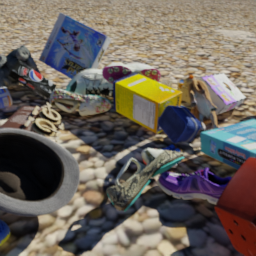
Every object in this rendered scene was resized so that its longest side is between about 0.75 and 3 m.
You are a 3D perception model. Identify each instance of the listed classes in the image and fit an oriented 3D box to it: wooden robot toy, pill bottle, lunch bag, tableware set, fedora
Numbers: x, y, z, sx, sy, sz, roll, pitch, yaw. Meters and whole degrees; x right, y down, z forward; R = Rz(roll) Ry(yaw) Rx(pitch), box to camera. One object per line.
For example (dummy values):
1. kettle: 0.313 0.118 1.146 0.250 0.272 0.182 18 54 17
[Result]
1. wooden robot toy: 2.444 -1.689 11.165 2.512 1.140 1.107 30 55 34
2. pill bottle: -5.226 -1.015 10.683 1.344 0.753 0.753 -25 41 -31
3. lunch bag: 1.601 -0.148 8.796 0.819 0.841 1.237 1 42 -38
4. tableware set: -2.604 -0.259 9.177 1.150 0.349 1.740 29 19 -16
5. fedora: -2.562 1.184 6.606 2.564 1.158 2.268 23 39 -19

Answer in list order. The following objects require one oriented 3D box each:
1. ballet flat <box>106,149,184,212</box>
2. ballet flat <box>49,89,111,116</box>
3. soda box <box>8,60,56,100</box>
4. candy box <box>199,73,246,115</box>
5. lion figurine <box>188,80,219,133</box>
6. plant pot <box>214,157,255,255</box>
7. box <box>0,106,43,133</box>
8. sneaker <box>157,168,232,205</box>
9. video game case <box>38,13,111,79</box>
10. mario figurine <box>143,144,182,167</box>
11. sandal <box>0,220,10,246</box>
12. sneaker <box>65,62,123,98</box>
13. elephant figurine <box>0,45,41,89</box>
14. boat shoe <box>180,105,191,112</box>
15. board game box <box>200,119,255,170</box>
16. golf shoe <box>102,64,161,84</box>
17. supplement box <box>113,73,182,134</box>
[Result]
1. ballet flat: 0.403 1.021 6.814 2.294 0.778 0.864 -35 76 -28
2. ballet flat: -1.847 -0.835 10.414 2.420 0.915 0.773 12 55 16
3. soda box: -3.670 -1.821 10.791 1.680 0.594 0.532 34 59 -22
4. candy box: 3.439 -1.313 10.506 1.661 0.594 1.393 -17 64 -42
5. lion figurine: 2.338 -0.825 8.919 0.919 2.535 1.553 -9 53 10
6. plant pot: 2.767 1.739 5.491 1.474 1.671 1.672 -31 10 -17
7. box: -3.538 -0.131 9.481 0.797 0.596 1.591 6 30 9
8. sneaker: 1.710 1.322 7.091 1.932 0.806 0.779 5 28 15
9. video game case: -2.366 -3.392 12.218 2.547 2.308 0.579 30 10 14
10. mario figurine: 0.955 0.884 8.246 1.255 0.665 0.775 -10 -2 -33
11. sandal: -3.439 2.028 6.099 1.905 0.829 0.757 14 34 16
12. sneaker: -1.096 -1.737 11.438 2.947 1.115 1.292 -28 65 -21
13. elephant figurine: -5.279 -2.327 11.956 2.677 1.894 2.077 -28 12 -13
14. boat shoe: 2.281 -0.668 10.591 0.816 0.292 0.311 33 28 30
15. board game box: 3.737 0.565 7.623 2.168 0.674 2.871 -13 19 -21
16. golf shoe: 0.084 -2.173 11.239 2.333 0.879 1.068 3 30 -13
17. supplement box: 0.635 -0.954 10.146 1.234 1.227 2.254 -28 44 -35
